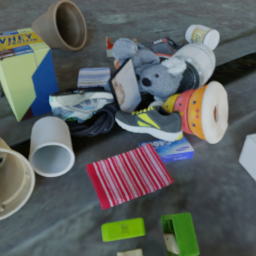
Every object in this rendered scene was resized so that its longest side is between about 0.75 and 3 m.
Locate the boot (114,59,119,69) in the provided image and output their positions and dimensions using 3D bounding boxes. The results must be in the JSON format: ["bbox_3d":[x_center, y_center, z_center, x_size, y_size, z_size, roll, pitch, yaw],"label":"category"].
[{"bbox_3d":[0.301,-2.684,11.926,1.690,0.634,0.906,-14,42,-4],"label":"boot"}]

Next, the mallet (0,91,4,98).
[{"bbox_3d":[-5.829,-1.449,10.452,2.537,0.835,0.522,20,45,2],"label":"mallet"}]

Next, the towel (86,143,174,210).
[{"bbox_3d":[0.005,1.121,6.862,1.843,0.207,1.333,-18,50,-12],"label":"towel"}]

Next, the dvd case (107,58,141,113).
[{"bbox_3d":[-0.064,-1.131,8.746,0.149,1.699,1.212,12,50,29],"label":"dvd case"}]

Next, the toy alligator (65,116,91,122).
[{"bbox_3d":[-1.648,-0.359,9.018,1.344,0.398,0.365,-24,5,-27],"label":"toy alligator"}]

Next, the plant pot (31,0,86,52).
[{"bbox_3d":[-3.507,-4.812,13.654,2.034,2.333,2.333,0,33,30],"label":"plant pot"}]

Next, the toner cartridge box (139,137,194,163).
[{"bbox_3d":[1.031,0.623,7.736,1.375,0.297,0.653,-8,38,-10],"label":"toner cartridge box"}]

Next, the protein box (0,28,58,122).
[{"bbox_3d":[-3.461,-1.834,9.383,1.502,2.210,2.226,-20,41,-23],"label":"protein box"}]

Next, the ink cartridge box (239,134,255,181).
[{"bbox_3d":[4.262,0.821,6.905,2.297,0.962,1.667,-10,39,-13],"label":"ink cartridge box"}]

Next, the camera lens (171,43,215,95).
[{"bbox_3d":[2.260,-2.168,10.393,1.550,1.550,1.937,20,42,24],"label":"camera lens"}]

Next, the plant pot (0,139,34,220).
[{"bbox_3d":[-3.224,0.942,6.366,1.756,1.756,1.607,-20,30,-25],"label":"plant pot"}]

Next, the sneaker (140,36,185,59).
[{"bbox_3d":[1.617,-3.879,13.138,2.411,0.987,0.929,17,40,22],"label":"sneaker"}]

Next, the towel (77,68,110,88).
[{"bbox_3d":[-1.346,-1.947,11.226,1.338,0.217,1.821,-3,37,-3],"label":"towel"}]

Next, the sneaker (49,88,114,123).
[{"bbox_3d":[-1.388,-0.688,8.688,2.242,0.968,0.870,-12,23,-39],"label":"sneaker"}]

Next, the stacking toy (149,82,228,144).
[{"bbox_3d":[1.660,-0.458,8.525,2.399,1.753,1.753,2,32,36],"label":"stacking toy"}]

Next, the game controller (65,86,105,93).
[{"bbox_3d":[-1.532,-1.172,10.104,1.543,0.325,0.805,-7,38,-8],"label":"game controller"}]

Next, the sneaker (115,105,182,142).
[{"bbox_3d":[0.619,-0.302,8.106,2.101,0.889,0.782,15,22,21],"label":"sneaker"}]

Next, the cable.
[{"bbox_3d":[-1.456,-0.292,8.863,2.186,0.555,1.784,-17,46,-24],"label":"cable"}]

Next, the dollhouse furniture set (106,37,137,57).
[{"bbox_3d":[-0.225,-3.794,13.155,1.600,0.833,1.617,0,37,0],"label":"dollhouse furniture set"}]

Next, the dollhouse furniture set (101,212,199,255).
[{"bbox_3d":[0.425,2.680,4.611,1.517,1.162,2.316,-7,70,-7],"label":"dollhouse furniture set"}]

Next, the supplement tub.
[{"bbox_3d":[3.673,-4.508,13.950,1.026,1.026,1.421,-23,42,-28],"label":"supplement tub"}]

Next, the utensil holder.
[{"bbox_3d":[-2.021,0.458,7.341,1.081,1.081,1.271,-9,35,-12],"label":"utensil holder"}]

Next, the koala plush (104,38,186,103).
[{"bbox_3d":[0.781,-1.770,9.478,2.301,2.041,2.115,28,29,29],"label":"koala plush"}]
